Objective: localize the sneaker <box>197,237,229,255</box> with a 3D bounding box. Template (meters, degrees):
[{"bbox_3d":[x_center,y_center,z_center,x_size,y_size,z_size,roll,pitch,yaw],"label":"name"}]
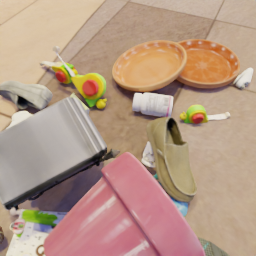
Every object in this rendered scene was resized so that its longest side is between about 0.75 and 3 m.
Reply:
[{"bbox_3d":[0.995,3.225,5.411,2.734,1.061,1.247,-28,39,-25],"label":"sneaker"}]

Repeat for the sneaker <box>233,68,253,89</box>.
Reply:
[{"bbox_3d":[4.161,-1.746,9.909,0.419,0.398,1.041,42,66,18],"label":"sneaker"}]

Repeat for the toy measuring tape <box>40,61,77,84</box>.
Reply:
[{"bbox_3d":[-2.450,-1.990,10.025,1.943,0.715,0.715,18,50,38],"label":"toy measuring tape"}]

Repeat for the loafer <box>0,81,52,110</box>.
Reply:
[{"bbox_3d":[-3.389,-1.006,8.868,2.172,0.759,0.758,8,65,30],"label":"loafer"}]

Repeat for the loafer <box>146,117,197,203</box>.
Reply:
[{"bbox_3d":[1.091,0.692,6.799,0.844,0.749,2.220,-7,66,-37],"label":"loafer"}]

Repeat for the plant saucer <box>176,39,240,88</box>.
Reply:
[{"bbox_3d":[2.710,-2.366,10.358,2.678,0.432,2.678,0,51,0],"label":"plant saucer"}]

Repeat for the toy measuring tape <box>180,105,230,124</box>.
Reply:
[{"bbox_3d":[2.407,-0.464,8.652,1.638,0.603,0.603,-5,50,-5],"label":"toy measuring tape"}]

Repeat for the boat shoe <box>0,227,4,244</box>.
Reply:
[{"bbox_3d":[-3.644,3.038,5.309,1.035,1.036,2.944,35,58,29],"label":"boat shoe"}]

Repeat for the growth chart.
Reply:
[{"bbox_3d":[-1.861,2.933,5.923,1.918,0.235,2.650,-1,47,0],"label":"growth chart"}]

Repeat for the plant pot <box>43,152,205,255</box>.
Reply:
[{"bbox_3d":[-0.194,1.971,5.032,2.116,2.365,2.365,-34,57,-10],"label":"plant pot"}]

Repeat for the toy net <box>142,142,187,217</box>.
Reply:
[{"bbox_3d":[0.707,1.327,7.239,1.164,0.428,2.219,-10,49,-7],"label":"toy net"}]

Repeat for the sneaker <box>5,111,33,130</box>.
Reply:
[{"bbox_3d":[-3.408,-0.017,8.419,1.246,0.459,0.720,-40,41,-19],"label":"sneaker"}]

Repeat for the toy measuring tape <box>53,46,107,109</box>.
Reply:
[{"bbox_3d":[-1.375,-1.704,8.880,0.892,0.892,2.425,-38,99,-27],"label":"toy measuring tape"}]

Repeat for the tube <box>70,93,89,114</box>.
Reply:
[{"bbox_3d":[-1.622,-0.770,9.113,0.268,0.240,0.925,-32,57,-31],"label":"tube"}]

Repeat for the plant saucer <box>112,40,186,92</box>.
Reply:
[{"bbox_3d":[0.749,-2.113,9.746,2.591,0.485,2.591,-11,47,11],"label":"plant saucer"}]

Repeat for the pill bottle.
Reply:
[{"bbox_3d":[0.779,-0.738,8.800,1.198,0.679,0.679,10,50,8],"label":"pill bottle"}]

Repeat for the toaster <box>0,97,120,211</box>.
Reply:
[{"bbox_3d":[-1.609,0.481,6.259,2.488,2.250,1.477,-28,91,-3],"label":"toaster"}]
